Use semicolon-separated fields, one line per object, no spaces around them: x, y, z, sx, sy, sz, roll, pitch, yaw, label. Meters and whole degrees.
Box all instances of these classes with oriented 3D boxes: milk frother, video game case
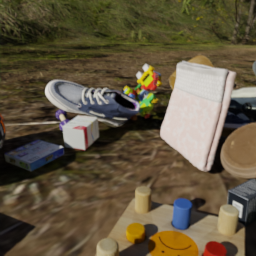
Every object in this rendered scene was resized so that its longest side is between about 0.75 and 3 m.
4.078;-0.424;9.777;0.695;0.770;0.724;5;34;-21;milk frother
-2.594;0.736;7.803;1.066;0.267;1.176;13;25;31;video game case

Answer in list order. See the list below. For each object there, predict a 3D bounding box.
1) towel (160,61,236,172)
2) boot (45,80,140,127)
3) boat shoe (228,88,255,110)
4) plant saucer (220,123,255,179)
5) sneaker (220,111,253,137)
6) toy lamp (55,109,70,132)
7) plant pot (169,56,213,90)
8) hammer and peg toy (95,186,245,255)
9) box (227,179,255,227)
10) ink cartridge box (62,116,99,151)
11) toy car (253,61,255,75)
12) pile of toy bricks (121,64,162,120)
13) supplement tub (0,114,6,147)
1.726;-0.469;7.669;0.426;2.527;2.645;7;15;-17;towel
-1.047;-0.950;8.744;2.817;1.025;1.273;20;-30;-26;boot
3.963;-1.043;11.285;2.966;0.917;1.110;-2;19;23;boat shoe
2.675;0.421;6.062;1.474;0.217;1.474;-31;31;21;plant saucer
2.767;-0.436;8.419;2.344;1.271;0.821;4;-17;45;sneaker
-2.258;-0.212;9.936;0.490;0.490;1.682;-7;21;-17;toy lamp
3.232;-2.679;14.885;1.970;1.836;1.836;-23;28;-20;plant pot
1.052;1.856;3.988;2.785;0.982;2.049;8;21;19;hammer and peg toy
2.362;1.444;5.487;0.816;0.606;0.437;-13;21;-33;box
-1.442;0.128;8.706;0.719;0.715;0.989;7;26;19;ink cartridge box
3.643;-0.283;6.721;2.082;2.639;2.168;-24;25;-21;toy car
0.491;-0.903;9.928;1.344;2.422;1.196;12;42;-44;pile of toy bricks
-4.091;0.308;7.064;1.602;1.602;2.615;-4;22;-9;supplement tub
